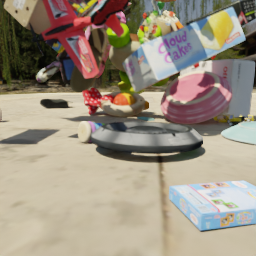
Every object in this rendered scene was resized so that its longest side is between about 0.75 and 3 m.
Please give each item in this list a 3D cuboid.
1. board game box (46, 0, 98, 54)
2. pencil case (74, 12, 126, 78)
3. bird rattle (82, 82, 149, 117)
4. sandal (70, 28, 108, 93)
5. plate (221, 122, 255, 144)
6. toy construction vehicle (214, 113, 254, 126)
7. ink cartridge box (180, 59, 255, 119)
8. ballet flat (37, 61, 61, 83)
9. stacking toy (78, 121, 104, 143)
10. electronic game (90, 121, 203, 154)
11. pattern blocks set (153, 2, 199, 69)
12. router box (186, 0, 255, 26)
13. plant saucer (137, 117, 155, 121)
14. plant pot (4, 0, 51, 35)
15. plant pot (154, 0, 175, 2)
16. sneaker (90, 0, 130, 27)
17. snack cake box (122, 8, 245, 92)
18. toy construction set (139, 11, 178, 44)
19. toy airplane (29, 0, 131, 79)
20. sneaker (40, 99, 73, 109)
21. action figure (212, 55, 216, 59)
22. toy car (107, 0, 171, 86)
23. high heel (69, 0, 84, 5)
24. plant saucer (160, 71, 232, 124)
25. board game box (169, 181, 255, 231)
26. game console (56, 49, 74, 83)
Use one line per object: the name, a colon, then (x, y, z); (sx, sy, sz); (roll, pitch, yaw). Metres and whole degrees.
board game box: (-1.397, -3.188, 7.937); (1.559, 0.535, 1.886); (-40, 16, 45)
pencil case: (-1.126, -3.312, 10.908); (1.201, 2.777, 1.150); (42, 33, 16)
bird rattle: (-0.414, -1.196, 11.829); (2.835, 1.597, 2.311); (-9, 29, -32)
sandal: (-0.873, -1.705, 7.216); (0.668, 1.821, 0.599); (37, 33, 12)
plate: (3.575, 0.096, 6.850); (2.444, 0.312, 2.444); (1, 9, 0)
toy construction vehicle: (3.492, -0.327, 9.199); (1.131, 0.398, 0.984); (6, 11, 32)
ink cartridge box: (3.436, -1.573, 11.363); (1.255, 2.173, 2.977); (-2, 10, -28)
ballet flat: (-2.795, -1.907, 9.745); (1.142, 0.395, 0.406); (-30, 32, 19)
stacking toy: (-0.564, 0.083, 6.581); (1.156, 0.493, 0.493); (-2, 8, -37)
electronic game: (0.365, 0.190, 5.682); (2.238, 0.466, 2.238); (1, 8, 0)
pattern blocks set: (1.769, -3.512, 10.635); (0.216, 2.663, 2.341); (-31, 18, 0)
router box: (3.003, -3.398, 8.828); (1.611, 0.668, 2.150); (-9, 18, 38)
plant saucer: (0.654, -0.345, 10.383); (0.288, 0.078, 0.824); (-5, 11, -28)
plant pot: (-2.750, -3.686, 8.400); (1.462, 1.460, 1.295); (44, 30, 7)
plant pot: (0.767, -3.044, 5.453); (0.939, 0.939, 0.657); (3, -27, 21)
sneaker: (-0.416, -2.722, 6.120); (1.100, 0.525, 0.436); (-21, -41, 33)
snack cake box: (1.376, -1.964, 7.239); (2.715, 0.912, 1.561); (-27, 7, -17)
toy construction set: (0.757, -2.693, 7.758); (0.634, 0.902, 1.376); (-13, -28, -35)
toy airplane: (-1.069, -2.463, 6.502); (2.508, 2.508, 0.461); (-3, -1, -21)
sneaker: (-3.881, -1.329, 15.307); (1.744, 0.524, 0.909); (3, 8, -14)
action figure: (3.064, -3.570, 11.333); (0.582, 1.778, 0.460); (-11, -29, 1)
toy car: (0.683, -3.325, 10.272); (2.182, 2.765, 2.271); (8, -30, 19)
high heel: (-1.348, -2.497, 4.497); (1.394, 0.469, 0.668); (36, -4, 10)
plant saucer: (2.277, -1.195, 9.720); (2.480, 0.629, 2.480); (-17, 39, 14)
board game box: (1.025, 0.775, 2.948); (0.970, 0.178, 0.734); (-2, 9, -14)
game console: (-2.004, -2.844, 11.719); (1.498, 1.032, 1.738); (-40, -5, 38)
